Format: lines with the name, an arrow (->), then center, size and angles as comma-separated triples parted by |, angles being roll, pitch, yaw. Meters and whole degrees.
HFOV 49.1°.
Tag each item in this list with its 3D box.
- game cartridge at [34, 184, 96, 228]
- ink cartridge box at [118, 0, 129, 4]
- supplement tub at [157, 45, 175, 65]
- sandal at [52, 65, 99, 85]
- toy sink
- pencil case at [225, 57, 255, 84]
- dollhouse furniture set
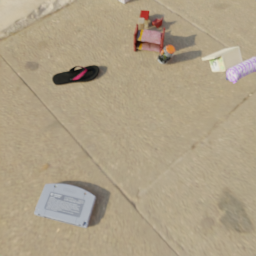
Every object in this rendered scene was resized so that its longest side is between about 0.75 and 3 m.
game cartridge -> -2.097, 2.580, 9.555 | 1.861, 0.377, 1.241 | 12, 63, 7
ink cartridge box -> -0.489, -7.458, 15.265 | 1.166, 0.843, 0.491 | 36, 65, 19
supplement tub -> 1.724, -3.303, 12.626 | 0.528, 0.861, 0.528 | 9, 66, -20
sandal -> -2.320, -2.392, 12.435 | 2.148, 0.484, 0.807 | -14, 60, -8
toy sink -> 3.263, -2.328, 9.749 | 1.105, 0.720, 0.619 | -25, 105, -17
pencil case -> 3.935, -1.964, 9.485 | 1.247, 0.523, 0.533 | -27, 78, -13
dollhouse furniture set -> 1.101, -4.859, 13.575 | 1.405, 1.062, 2.612 | 8, 59, 4
